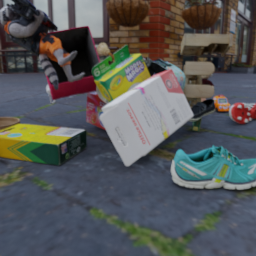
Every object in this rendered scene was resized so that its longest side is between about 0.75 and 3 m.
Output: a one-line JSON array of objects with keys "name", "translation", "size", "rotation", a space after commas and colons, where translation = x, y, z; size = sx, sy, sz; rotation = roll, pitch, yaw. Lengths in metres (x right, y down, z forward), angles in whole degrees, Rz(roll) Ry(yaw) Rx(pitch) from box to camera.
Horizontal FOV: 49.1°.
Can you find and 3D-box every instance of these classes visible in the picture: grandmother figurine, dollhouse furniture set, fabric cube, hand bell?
[{"name": "grandmother figurine", "translation": [3.622, -1.889, 13.619], "size": [1.312, 2.164, 0.655], "rotation": [10, -4, 44]}, {"name": "dollhouse furniture set", "translation": [3.218, -2.322, 11.785], "size": [1.919, 2.888, 2.532], "rotation": [2, -4, 4]}, {"name": "fabric cube", "translation": [-2.072, -2.210, 9.898], "size": [1.826, 1.791, 1.820], "rotation": [-16, -6, -15]}, {"name": "hand bell", "translation": [-0.801, -3.224, 12.235], "size": [0.613, 0.613, 1.176], "rotation": [-14, 40, -42]}]

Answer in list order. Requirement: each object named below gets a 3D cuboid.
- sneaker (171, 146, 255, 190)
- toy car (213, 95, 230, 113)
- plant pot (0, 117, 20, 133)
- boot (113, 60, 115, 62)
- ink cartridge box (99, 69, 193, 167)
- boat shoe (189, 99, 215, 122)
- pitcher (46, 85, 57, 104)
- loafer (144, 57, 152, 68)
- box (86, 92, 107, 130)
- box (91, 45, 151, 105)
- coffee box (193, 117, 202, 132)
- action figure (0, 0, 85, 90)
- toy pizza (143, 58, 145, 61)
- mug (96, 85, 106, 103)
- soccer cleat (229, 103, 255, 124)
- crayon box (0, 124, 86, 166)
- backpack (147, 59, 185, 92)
[{"name": "sneaker", "translation": [2.149, 0.878, 6.432], "size": [2.312, 0.921, 0.896], "rotation": [-1, 15, -7]}, {"name": "toy car", "translation": [4.092, -1.349, 15.053], "size": [2.660, 0.885, 1.305], "rotation": [2, 14, 6]}, {"name": "plant pot", "translation": [-4.589, 0.092, 9.911], "size": [1.483, 0.685, 1.483], "rotation": [0, 15, 0]}, {"name": "boot", "translation": [0.231, -2.069, 12.408], "size": [0.891, 1.871, 2.419], "rotation": [-28, 41, -29]}, {"name": "ink cartridge box", "translation": [0.405, -0.306, 7.948], "size": [2.783, 1.621, 0.939], "rotation": [-35, 14, -29]}, {"name": "boat shoe", "translation": [2.640, -0.684, 10.492], "size": [1.703, 0.530, 0.636], "rotation": [-21, 37, -30]}, {"name": "pitcher", "translation": [-3.410, -1.564, 12.731], "size": [0.541, 0.765, 0.892], "rotation": [24, -13, 19]}, {"name": "loafer", "translation": [0.589, -2.135, 9.237], "size": [0.276, 0.241, 0.767], "rotation": [-35, 14, 29]}, {"name": "box", "translation": [-0.351, -0.572, 10.922], "size": [1.326, 1.270, 2.660], "rotation": [-12, 24, -42]}, {"name": "box", "translation": [0.094, -1.062, 8.901], "size": [1.623, 2.765, 0.669], "rotation": [-41, 30, -22]}, {"name": "coffee box", "translation": [2.836, -0.353, 11.485], "size": [0.274, 0.766, 1.247], "rotation": [10, 15, 11]}, {"name": "action figure", "translation": [-2.556, -2.436, 7.569], "size": [2.689, 1.454, 2.779], "rotation": [41, 5, 6]}, {"name": "toy pizza", "translation": [0.423, -1.588, 11.492], "size": [2.834, 2.834, 0.449], "rotation": [8, 45, 27]}, {"name": "mug", "translation": [-0.229, -1.693, 10.029], "size": [1.356, 1.020, 1.528], "rotation": [-26, 20, 41]}, {"name": "soccer cleat", "translation": [5.100, -0.697, 12.721], "size": [2.705, 0.928, 1.152], "rotation": [-10, 8, -42]}, {"name": "crayon box", "translation": [-2.801, 0.434, 8.622], "size": [2.602, 0.661, 1.652], "rotation": [6, 16, 18]}, {"name": "backpack", "translation": [1.316, -1.630, 9.819], "size": [1.069, 1.261, 1.420], "rotation": [-19, 44, -38]}]
